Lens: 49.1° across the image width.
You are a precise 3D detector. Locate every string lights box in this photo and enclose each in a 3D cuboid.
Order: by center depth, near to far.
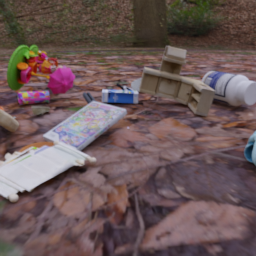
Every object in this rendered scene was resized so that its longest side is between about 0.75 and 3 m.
[{"bbox_3d":[-0.363,-1.383,12.354,1.565,0.461,0.804,2,16,-4],"label":"string lights box"}]

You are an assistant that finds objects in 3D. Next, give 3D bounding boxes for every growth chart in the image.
[{"bbox_3d":[-2.090,0.843,6.304,1.642,0.201,2.269,23,33,37],"label":"growth chart"}]

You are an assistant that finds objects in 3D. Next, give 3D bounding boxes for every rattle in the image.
[{"bbox_3d":[-4.458,0.030,8.693,1.702,1.867,2.614,21,-10,-27],"label":"rattle"}]

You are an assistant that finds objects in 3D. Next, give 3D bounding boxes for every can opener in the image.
[{"bbox_3d":[-1.404,-1.087,11.050,0.349,0.437,1.308,-7,43,-33],"label":"can opener"}]

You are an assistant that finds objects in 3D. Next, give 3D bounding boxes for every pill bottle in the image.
[{"bbox_3d":[4.248,-1.627,11.721,1.255,1.255,2.260,-11,22,-27],"label":"pill bottle"}]

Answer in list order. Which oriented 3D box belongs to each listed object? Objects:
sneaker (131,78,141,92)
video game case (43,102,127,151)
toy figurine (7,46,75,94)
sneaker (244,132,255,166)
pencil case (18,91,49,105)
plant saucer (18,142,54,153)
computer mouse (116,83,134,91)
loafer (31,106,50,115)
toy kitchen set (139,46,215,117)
[{"bbox_3d":[1.146,-2.173,14.537,2.024,0.773,0.815,-4,-2,-3],"label":"sneaker"},{"bbox_3d":[-1.268,-0.095,8.333,1.511,0.190,2.110,17,45,39],"label":"video game case"},{"bbox_3d":[-3.546,-2.465,12.517,2.476,2.019,2.690,17,40,2],"label":"toy figurine"},{"bbox_3d":[3.445,0.332,6.962,1.175,1.060,2.869,-23,-6,24],"label":"sneaker"},{"bbox_3d":[-4.070,-1.296,12.064,1.354,0.598,0.598,-10,22,-29],"label":"pencil case"},{"bbox_3d":[-2.216,0.655,7.136,1.290,0.241,1.290,-1,20,0],"label":"plant saucer"},{"bbox_3d":[-0.083,-1.845,13.843,0.263,0.658,1.199,-52,42,-6],"label":"computer mouse"},{"bbox_3d":[-3.347,-0.658,10.674,0.382,0.345,1.011,12,6,17],"label":"loafer"},{"bbox_3d":[1.937,-1.987,11.017,2.530,2.064,2.282,12,19,-5],"label":"toy kitchen set"}]
